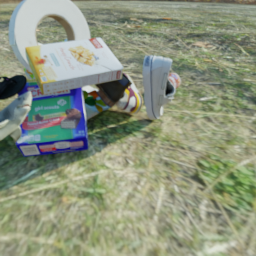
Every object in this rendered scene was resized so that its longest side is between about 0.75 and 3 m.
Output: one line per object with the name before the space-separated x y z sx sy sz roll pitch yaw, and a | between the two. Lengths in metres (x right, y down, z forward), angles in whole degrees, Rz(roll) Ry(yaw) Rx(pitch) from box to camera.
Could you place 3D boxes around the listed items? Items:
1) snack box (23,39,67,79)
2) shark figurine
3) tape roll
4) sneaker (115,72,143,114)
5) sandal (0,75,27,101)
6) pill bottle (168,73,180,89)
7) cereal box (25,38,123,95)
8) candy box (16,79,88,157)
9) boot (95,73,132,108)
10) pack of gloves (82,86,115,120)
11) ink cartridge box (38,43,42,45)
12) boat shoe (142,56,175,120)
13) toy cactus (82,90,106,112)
snack box | -2.633 -2.348 11.245 2.441 0.647 1.736 -42 77 -17
shark figurine | -3.494 0.015 6.602 1.042 1.492 2.497 42 52 12
tape roll | -2.672 -3.172 9.888 2.928 2.928 0.535 -25 25 -36
sneaker | -0.423 -1.610 11.193 1.200 0.998 2.663 14 28 -39
sandal | -3.989 -1.158 8.394 1.909 0.457 0.718 -19 63 0
pill bottle | 1.710 -1.897 12.548 0.758 0.758 1.351 21 41 32
cereal box | -1.677 -2.012 8.725 2.559 0.506 1.841 -17 54 -24
candy box | -2.397 -0.436 8.937 2.034 0.926 2.405 -6 59 -8
boot | -0.874 -1.974 9.931 2.389 1.158 0.893 53 17 11
pack of gloves | -1.927 -1.258 11.703 2.458 0.577 2.925 23 37 33
ink cartridge box | -3.849 -3.324 12.844 1.041 0.598 1.777 -2 -7 43
boat shoe | 1.104 -1.240 9.426 0.963 2.931 1.055 6 54 13
toy cactus | -1.927 -0.944 10.836 2.390 1.222 1.972 -11 14 -6
